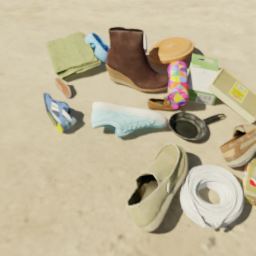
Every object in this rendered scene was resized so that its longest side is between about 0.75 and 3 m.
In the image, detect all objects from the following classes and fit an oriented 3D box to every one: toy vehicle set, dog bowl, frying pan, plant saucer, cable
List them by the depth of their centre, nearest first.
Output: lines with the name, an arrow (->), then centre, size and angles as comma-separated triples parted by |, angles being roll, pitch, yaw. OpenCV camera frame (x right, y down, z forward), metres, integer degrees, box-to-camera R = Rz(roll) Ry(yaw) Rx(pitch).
cable -> 2.417, 1.985, 8.208 | 1.839, 0.637, 1.838 | -21, 52, -17
frying pan -> 2.393, -0.250, 10.231 | 1.363, 0.367, 2.253 | 38, 51, 23
toy vehicle set -> 4.107, -1.266, 10.612 | 2.086, 0.276, 1.296 | 40, 55, 4
dog bowl -> -1.242, -3.572, 12.407 | 0.939, 0.418, 1.685 | -2, 51, -55
plant saucer -> 1.933, -3.577, 12.638 | 2.056, 0.332, 2.056 | -10, 42, 9

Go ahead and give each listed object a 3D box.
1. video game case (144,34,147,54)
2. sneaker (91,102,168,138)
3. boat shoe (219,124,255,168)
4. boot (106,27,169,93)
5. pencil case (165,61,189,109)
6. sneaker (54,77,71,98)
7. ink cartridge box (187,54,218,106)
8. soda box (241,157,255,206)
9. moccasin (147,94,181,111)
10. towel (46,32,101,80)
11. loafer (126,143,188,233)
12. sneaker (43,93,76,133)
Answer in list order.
video game case -> 0.081, -3.224, 12.128 | 1.742, 0.157, 1.248 | -27, 43, 29
sneaker -> 0.016, -0.134, 9.932 | 2.729, 1.009, 1.118 | 10, 84, 0
boat shoe -> 3.965, 0.268, 9.251 | 2.523, 0.955, 0.906 | -37, 90, -28
boot -> 0.471, -2.608, 10.845 | 2.734, 2.275, 0.989 | 10, 44, 4
pencil case -> 1.885, -1.700, 10.716 | 0.860, 0.860, 1.945 | 6, 51, 5
sneaker -> -2.617, -1.585, 11.351 | 0.360, 0.404, 1.010 | -32, 78, -13
ink cartridge box -> 3.014, -1.994, 11.427 | 1.161, 0.663, 2.237 | 12, 52, 5
soda box -> 3.807, 1.621, 8.598 | 0.454, 0.481, 1.419 | 18, 52, 14
moccasin -> 1.407, -0.970, 10.713 | 1.322, 0.510, 0.484 | 6, 48, 4
towel -> -2.547, -3.283, 12.545 | 2.033, 0.500, 2.741 | -22, 54, -10
loafer -> 0.868, 1.496, 8.132 | 1.115, 1.006, 2.947 | -11, 39, 42
sneaker -> -2.583, -0.637, 10.372 | 0.756, 0.680, 1.839 | -27, 63, -21
